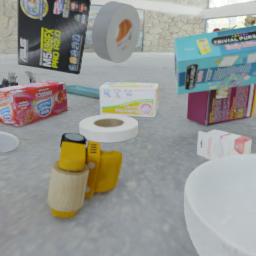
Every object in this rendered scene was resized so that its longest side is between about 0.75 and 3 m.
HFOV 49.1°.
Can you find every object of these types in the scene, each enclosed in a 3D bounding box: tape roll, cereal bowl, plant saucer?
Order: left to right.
[{"bbox_3d":[-2.062,-1.808,13.808,2.858,0.271,0.999,16,20,36],"label":"plant saucer"},{"bbox_3d":[-0.568,-0.016,8.417,1.778,0.325,1.778,1,18,0],"label":"tape roll"},{"bbox_3d":[-0.406,-3.530,10.429,0.698,2.113,2.113,24,28,26],"label":"tape roll"},{"bbox_3d":[1.934,1.275,3.398,2.538,1.057,2.538,1,19,0],"label":"cereal bowl"}]

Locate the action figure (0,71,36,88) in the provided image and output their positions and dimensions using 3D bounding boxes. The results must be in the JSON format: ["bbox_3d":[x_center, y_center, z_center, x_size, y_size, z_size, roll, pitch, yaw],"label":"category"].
[{"bbox_3d":[-4.988,-2.000,12.920,2.553,1.303,1.517,4,8,18],"label":"action figure"}]

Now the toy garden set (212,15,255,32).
[{"bbox_3d":[3.111,-2.316,7.615,1.840,1.534,0.367,-28,51,4],"label":"toy garden set"}]

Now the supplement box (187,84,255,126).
[{"bbox_3d":[3.259,-0.953,9.701,2.320,1.280,0.993,-9,20,-27],"label":"supplement box"}]

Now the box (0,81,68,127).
[{"bbox_3d":[-3.364,-0.945,9.911,1.182,1.132,2.371,10,21,28],"label":"box"}]

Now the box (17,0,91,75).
[{"bbox_3d":[-1.989,-2.567,7.406,1.717,2.144,0.475,8,39,-14],"label":"box"}]

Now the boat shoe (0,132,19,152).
[{"bbox_3d":[-3.489,0.308,7.217,1.501,0.532,0.524,-4,21,8],"label":"boat shoe"}]

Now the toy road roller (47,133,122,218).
[{"bbox_3d":[-0.704,0.795,5.019,1.198,1.009,1.641,9,17,-9],"label":"toy road roller"}]

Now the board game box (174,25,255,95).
[{"bbox_3d":[2.341,-1.517,6.396,2.497,0.586,1.885,-6,-15,8],"label":"board game box"}]

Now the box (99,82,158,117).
[{"bbox_3d":[0.070,-1.088,10.476,2.064,1.046,1.161,3,19,8],"label":"box"}]

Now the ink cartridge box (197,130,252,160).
[{"bbox_3d":[2.192,0.447,6.499,0.386,0.666,1.144,-17,25,-41],"label":"ink cartridge box"}]
